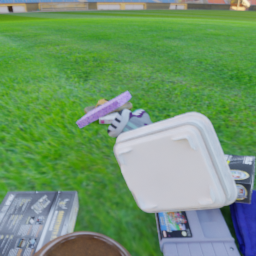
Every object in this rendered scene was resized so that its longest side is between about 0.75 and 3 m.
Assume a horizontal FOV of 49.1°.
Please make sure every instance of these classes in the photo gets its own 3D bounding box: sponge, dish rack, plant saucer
[{"bbox_3d":[-0.822,-0.614,9.448,1.846,0.275,1.030,-26,12,30],"label":"sponge"},{"bbox_3d":[0.776,0.878,5.607,2.289,1.965,0.498,-17,11,38],"label":"dish rack"},{"bbox_3d":[-0.769,2.776,4.938,2.309,0.398,2.309,10,35,-7],"label":"plant saucer"}]

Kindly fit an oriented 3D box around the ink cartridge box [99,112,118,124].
[{"bbox_3d":[-0.830,-0.562,12.013,0.767,0.270,1.286,-1,30,-3],"label":"ink cartridge box"}]

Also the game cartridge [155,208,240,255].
[{"bbox_3d":[1.458,2.160,6.706,1.584,0.469,2.443,3,28,-3],"label":"game cartridge"}]

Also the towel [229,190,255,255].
[{"bbox_3d":[3.758,2.288,6.278,2.684,0.665,1.982,3,32,9],"label":"towel"}]

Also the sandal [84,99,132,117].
[{"bbox_3d":[-0.835,-0.951,11.867,2.162,0.584,0.868,-11,30,-22],"label":"sandal"}]

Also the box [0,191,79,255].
[{"bbox_3d":[-2.173,2.330,6.201,1.786,0.545,2.256,0,28,0],"label":"box"}]

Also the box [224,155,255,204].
[{"bbox_3d":[2.341,1.213,7.446,1.838,0.508,2.294,1,10,27],"label":"box"}]

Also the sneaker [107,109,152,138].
[{"bbox_3d":[0.393,0.189,8.131,1.261,1.072,2.881,34,12,12],"label":"sneaker"}]
